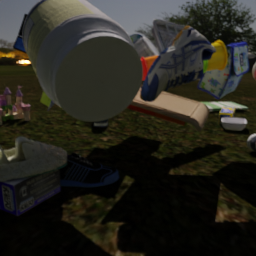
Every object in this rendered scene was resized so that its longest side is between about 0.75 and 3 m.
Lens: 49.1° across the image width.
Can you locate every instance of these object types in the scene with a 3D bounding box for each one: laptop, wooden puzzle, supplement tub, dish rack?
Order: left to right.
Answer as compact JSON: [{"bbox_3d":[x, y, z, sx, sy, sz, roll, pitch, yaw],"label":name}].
[{"bbox_3d":[-3.870,-3.747,11.581,1.299,1.466,0.757,19,11,-23],"label":"laptop"},{"bbox_3d":[-1.109,-1.654,6.337,2.114,2.114,2.916,-7,37,-25],"label":"supplement tub"},{"bbox_3d":[0.181,-2.382,10.947,2.161,1.324,1.324,-37,1,22],"label":"supplement tub"},{"bbox_3d":[1.005,-0.676,8.153,2.621,0.488,2.424,24,22,14],"label":"wooden puzzle"},{"bbox_3d":[2.205,-3.209,11.939,2.506,2.920,0.636,3,-31,-32],"label":"dish rack"}]

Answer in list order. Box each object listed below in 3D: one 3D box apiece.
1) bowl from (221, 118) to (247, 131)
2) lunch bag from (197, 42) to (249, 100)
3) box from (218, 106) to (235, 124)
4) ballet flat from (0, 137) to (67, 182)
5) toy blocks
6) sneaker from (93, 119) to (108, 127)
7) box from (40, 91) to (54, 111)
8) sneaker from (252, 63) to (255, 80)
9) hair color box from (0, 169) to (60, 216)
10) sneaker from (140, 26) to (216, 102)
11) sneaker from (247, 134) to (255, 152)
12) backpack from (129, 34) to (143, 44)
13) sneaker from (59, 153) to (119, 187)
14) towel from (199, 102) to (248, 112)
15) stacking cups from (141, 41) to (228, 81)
[{"bbox_3d":[4.639,-0.159,12.339,1.038,0.387,1.036,6,16,19],"label":"bowl"},{"bbox_3d":[3.305,-1.979,9.328,1.098,1.723,1.465,33,35,26],"label":"lunch bag"},{"bbox_3d":[4.861,-0.629,13.727,0.635,0.582,1.811,6,17,23],"label":"box"},{"bbox_3d":[-2.468,0.648,5.777,2.608,0.936,0.936,-12,19,-31],"label":"ballet flat"},{"bbox_3d":[-6.042,-1.180,13.752,1.808,1.629,1.935,-14,21,-42],"label":"toy blocks"},{"bbox_3d":[-1.304,-0.741,13.355,0.838,0.979,2.388,-3,15,-10],"label":"sneaker"},{"bbox_3d":[-2.435,-1.606,9.924,0.481,1.231,2.019,28,36,-5],"label":"box"},{"bbox_3d":[4.442,-1.452,6.773,2.573,0.968,1.345,-14,42,25],"label":"sneaker"},{"bbox_3d":[-2.944,1.166,6.619,2.391,0.775,1.307,7,16,29],"label":"hair color box"},{"bbox_3d":[1.220,-1.389,6.527,1.044,2.368,0.891,36,-20,7],"label":"sneaker"},{"bbox_3d":[5.107,0.464,9.172,2.134,0.837,0.847,-12,12,-6],"label":"sneaker"},{"bbox_3d":[0.366,-3.378,12.570,1.409,1.540,1.131,-26,9,14],"label":"backpack"},{"bbox_3d":[-1.213,1.030,7.110,1.955,0.762,0.686,-1,14,-3],"label":"sneaker"},{"bbox_3d":[5.454,-1.246,16.676,2.512,0.294,1.916,-2,15,-11],"label":"towel"},{"bbox_3d":[1.228,-1.713,7.465,2.729,0.826,0.826,-12,17,-10],"label":"stacking cups"}]
